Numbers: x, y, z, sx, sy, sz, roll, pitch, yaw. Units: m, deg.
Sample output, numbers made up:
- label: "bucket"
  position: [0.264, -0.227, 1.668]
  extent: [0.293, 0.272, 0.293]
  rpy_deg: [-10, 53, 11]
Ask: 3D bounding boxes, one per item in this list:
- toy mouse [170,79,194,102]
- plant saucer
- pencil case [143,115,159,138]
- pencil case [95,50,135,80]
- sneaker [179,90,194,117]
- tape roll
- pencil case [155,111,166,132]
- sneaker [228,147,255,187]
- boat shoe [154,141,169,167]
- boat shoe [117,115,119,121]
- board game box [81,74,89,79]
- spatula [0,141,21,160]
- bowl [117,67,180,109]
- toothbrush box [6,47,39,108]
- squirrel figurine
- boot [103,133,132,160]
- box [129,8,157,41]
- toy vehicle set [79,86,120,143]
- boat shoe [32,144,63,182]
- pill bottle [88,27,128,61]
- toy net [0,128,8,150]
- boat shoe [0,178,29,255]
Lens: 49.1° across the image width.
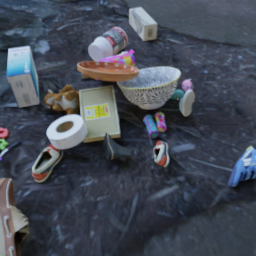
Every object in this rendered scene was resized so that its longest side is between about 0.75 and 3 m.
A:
- label: "toy mouse"
  position: [2.301, -1.689, 12.145]
  extent: [1.849, 0.358, 1.643]
  rpy_deg: [-25, 50, -23]
- label: "plant saucer"
  position: [-0.780, -2.210, 10.940]
  extent: [2.390, 0.386, 2.390]
  rpy_deg: [5, 21, -2]
- label: "pencil case"
  position: [0.838, -0.056, 10.438]
  extent: [0.416, 0.383, 0.901]
  rpy_deg: [22, 34, -38]
- label: "pencil case"
  position: [-0.688, -2.866, 12.708]
  extent: [2.122, 0.938, 0.938]
  rpy_deg: [-26, 50, -26]
- label: "sneaker"
  position: [2.167, -1.023, 10.752]
  extent: [0.480, 1.298, 0.532]
  rpy_deg: [-22, 53, -18]
- label: "tape roll"
  position: [-2.100, 0.125, 9.664]
  extent: [1.329, 0.465, 1.329]
  rpy_deg: [-12, 37, 9]
- label: "pencil case"
  position: [1.241, -0.231, 10.686]
  extent: [0.376, 0.376, 0.850]
  rpy_deg: [-1, 47, -1]
- label: "sneaker"
  position: [3.824, 1.301, 8.933]
  extent: [0.740, 0.665, 1.799]
  rpy_deg: [34, 55, 27]
- label: "boat shoe"
  position: [1.056, 0.805, 9.376]
  extent: [0.403, 0.458, 1.288]
  rpy_deg: [24, 28, -13]
- label: "boat shoe"
  position: [-0.666, -0.517, 10.911]
  extent: [0.481, 0.427, 1.306]
  rpy_deg: [-13, 62, -5]
- label: "board game box"
  position: [-1.769, -2.601, 13.077]
  extent: [0.939, 0.290, 0.938]
  rpy_deg: [18, 53, 8]
- label: "spatula"
  position: [-4.287, 0.829, 9.773]
  extent: [0.358, 0.130, 1.268]
  rpy_deg: [30, 52, 25]
- label: "bowl"
  position: [0.869, -1.486, 11.147]
  extent: [2.495, 1.171, 2.495]
  rpy_deg: [-8, 27, 4]
- label: "toothbrush box"
  position: [-4.372, -2.159, 11.746]
  extent: [0.927, 1.591, 2.173]
  rpy_deg: [-10, 46, -10]
- label: "squirrel figurine"
  position: [-2.617, -1.143, 11.329]
  extent: [1.372, 1.040, 1.470]
  rpy_deg: [7, 28, 23]
- label: "boot"
  position: [-0.378, 0.652, 9.511]
  extent: [0.823, 0.461, 1.189]
  rpy_deg: [4, 41, -18]
- label: "box"
  position: [0.819, -5.972, 16.056]
  extent: [0.807, 0.970, 2.360]
  rpy_deg: [-14, 45, -14]
- label: "toy vehicle set"
  position: [-1.098, -0.565, 10.544]
  extent: [1.348, 0.288, 2.169]
  rpy_deg: [-8, 62, -2]
- label: "boat shoe"
  position: [-2.667, 0.986, 9.316]
  extent: [0.611, 0.537, 1.715]
  rpy_deg: [8, 43, 13]
- label: "pill bottle"
  position: [-1.002, -4.148, 14.068]
  extent: [1.152, 1.152, 1.988]
  rpy_deg: [25, 50, 23]
- label: "toy net"
  position: [-5.370, -0.127, 10.443]
  extent: [1.474, 0.543, 2.810]
  rpy_deg: [-17, 47, -16]
- label: "boat shoe"
  position: [-3.113, 2.679, 7.324]
  extent: [1.055, 1.113, 2.939]
  rpy_deg: [-5, 54, -10]
